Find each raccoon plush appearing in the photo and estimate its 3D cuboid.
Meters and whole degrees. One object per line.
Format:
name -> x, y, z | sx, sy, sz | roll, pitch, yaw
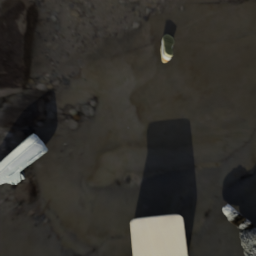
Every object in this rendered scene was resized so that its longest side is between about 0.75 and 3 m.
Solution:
raccoon plush -> 3.650, 3.818, 8.801 | 2.413, 1.168, 1.617 | 40, 93, 34

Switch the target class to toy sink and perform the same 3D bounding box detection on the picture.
toy sink -> 0.899, 3.794, 8.431 | 1.554, 1.335, 2.384 | -6, 82, -1

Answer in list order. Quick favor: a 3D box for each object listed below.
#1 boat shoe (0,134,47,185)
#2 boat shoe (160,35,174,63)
boat shoe -> -3.754, 1.379, 9.177 | 2.602, 0.908, 0.927 | -45, 103, -7
boat shoe -> 1.393, -2.933, 10.315 | 0.490, 0.448, 1.311 | 21, 50, -10
